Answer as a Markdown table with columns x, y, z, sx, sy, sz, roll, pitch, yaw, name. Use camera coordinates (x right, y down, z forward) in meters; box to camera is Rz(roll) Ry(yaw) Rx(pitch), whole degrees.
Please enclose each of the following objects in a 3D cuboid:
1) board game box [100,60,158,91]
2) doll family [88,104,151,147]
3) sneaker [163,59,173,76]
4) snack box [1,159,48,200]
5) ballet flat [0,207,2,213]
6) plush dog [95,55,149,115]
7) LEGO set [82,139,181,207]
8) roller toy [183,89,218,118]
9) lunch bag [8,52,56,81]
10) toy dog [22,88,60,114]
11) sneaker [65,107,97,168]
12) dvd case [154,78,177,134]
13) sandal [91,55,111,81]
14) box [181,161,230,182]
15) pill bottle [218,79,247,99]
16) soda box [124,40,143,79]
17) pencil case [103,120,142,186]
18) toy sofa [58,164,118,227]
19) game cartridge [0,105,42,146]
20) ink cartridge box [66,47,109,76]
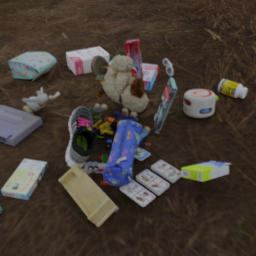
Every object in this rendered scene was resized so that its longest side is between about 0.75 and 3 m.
| x | y | z | sx | sy | sz | roll | pitch | yaw | name |
| --- | --- | --- | --- | --- | --- | --- | --- | --- | --- |
| 0.086 | -2.755 | 14.478 | 2.614 | 0.527 | 2.000 | 9 | 37 | 13 | board game box |
| -0.534 | -0.023 | 10.235 | 2.964 | 1.163 | 1.713 | 9 | 20 | 19 | doll family |
| 2.188 | -3.160 | 14.691 | 0.385 | 0.988 | 0.491 | -24 | -13 | 34 | sneaker |
| -3.220 | 1.584 | 8.821 | 0.824 | 0.263 | 1.419 | 7 | 37 | 10 | snack box |
| -3.954 | 2.164 | 8.033 | 0.405 | 0.405 | 1.090 | -24 | 41 | -29 | ballet flat |
| -0.048 | -1.386 | 10.935 | 1.954 | 2.275 | 1.825 | 39 | 77 | 26 | plush dog |
| -0.037 | 1.381 | 9.109 | 2.910 | 0.714 | 2.174 | 30 | 36 | 29 | LEGO set |
| 2.953 | -0.994 | 11.728 | 1.389 | 0.970 | 1.267 | 11 | 29 | 28 | roller toy |
| -4.905 | -3.237 | 14.625 | 1.913 | 1.167 | 1.630 | 10 | 36 | 22 | lunch bag |
| -3.791 | -1.204 | 11.415 | 1.863 | 0.898 | 1.229 | -28 | 10 | 37 | toy dog |
| -1.418 | 0.145 | 8.986 | 0.835 | 0.990 | 2.264 | 23 | 49 | -27 | sneaker |
| 1.379 | -0.874 | 10.636 | 0.203 | 1.842 | 1.344 | 18 | 25 | -5 | dvd case |
| -0.773 | -2.339 | 12.432 | 0.668 | 2.475 | 0.994 | 0 | 62 | 32 | sandal |
| 2.313 | 1.258 | 8.256 | 1.328 | 0.316 | 0.809 | -6 | 4 | -34 | box |
| 4.880 | -1.796 | 13.068 | 1.190 | 0.669 | 0.669 | 27 | 44 | 32 | pill bottle |
| 0.276 | -2.877 | 12.192 | 0.561 | 1.768 | 0.619 | -3 | 28 | 13 | soda box |
| -0.130 | 0.687 | 8.467 | 0.855 | 0.952 | 2.192 | 9 | 46 | 6 | pencil case |
| -1.142 | 1.951 | 8.066 | 0.750 | 0.884 | 1.812 | -43 | 50 | -12 | toy sofa |
| -4.898 | -0.183 | 11.103 | 2.555 | 0.490 | 1.656 | 16 | 36 | 21 | game cartridge |
| -2.227 | -3.733 | 15.538 | 2.031 | 0.841 | 1.488 | -17 | 40 | -22 | ink cartridge box |
